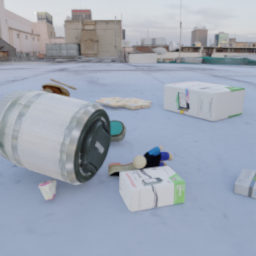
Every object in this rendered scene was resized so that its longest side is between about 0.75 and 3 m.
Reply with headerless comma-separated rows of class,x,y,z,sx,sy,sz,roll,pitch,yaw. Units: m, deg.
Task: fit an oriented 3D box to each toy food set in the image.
toy food set,-3.793,-1.853,14.810,1.637,0.476,2.371,19,-17,-26

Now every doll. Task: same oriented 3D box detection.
doll,0.544,0.803,6.409,0.341,0.961,1.409,36,12,29

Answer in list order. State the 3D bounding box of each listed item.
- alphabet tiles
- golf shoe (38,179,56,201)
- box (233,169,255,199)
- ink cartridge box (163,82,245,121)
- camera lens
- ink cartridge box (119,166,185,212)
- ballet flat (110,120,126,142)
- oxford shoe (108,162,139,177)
alphabet tiles,-0.209,-1.324,14.747,2.710,0.202,2.771,-9,18,-42
golf shoe,-1.660,1.291,5.849,0.322,0.392,0.856,-16,-3,-5
box,2.983,1.263,5.992,1.202,0.247,0.937,12,20,31
ink cartridge box,3.408,-1.327,12.951,2.170,1.258,2.997,-12,20,-35
camera lens,-1.648,0.167,6.327,2.263,1.810,1.810,14,20,17
ink cartridge box,0.464,1.214,5.721,1.144,0.481,0.832,-5,17,-16
ballet flat,-1.275,0.174,8.997,2.449,0.825,0.780,1,-23,4
oxford shoe,-0.003,1.056,6.694,0.973,0.344,0.359,-3,38,4
